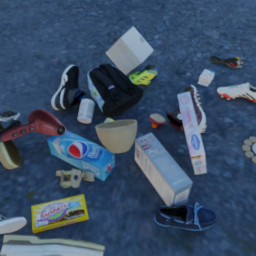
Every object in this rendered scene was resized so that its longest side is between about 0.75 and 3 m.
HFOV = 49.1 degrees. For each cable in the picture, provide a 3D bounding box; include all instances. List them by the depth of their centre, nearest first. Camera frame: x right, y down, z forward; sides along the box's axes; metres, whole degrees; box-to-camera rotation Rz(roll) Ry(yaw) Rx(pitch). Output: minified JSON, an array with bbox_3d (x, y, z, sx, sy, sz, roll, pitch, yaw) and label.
[{"bbox_3d":[4.799,-3.191,13.785,1.593,0.401,0.774,4,61,21],"label":"cable"}]

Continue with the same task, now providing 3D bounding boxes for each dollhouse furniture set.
[{"bbox_3d":[-1.704,1.676,8.906,0.971,0.858,0.540,-14,64,45],"label":"dollhouse furniture set"}]

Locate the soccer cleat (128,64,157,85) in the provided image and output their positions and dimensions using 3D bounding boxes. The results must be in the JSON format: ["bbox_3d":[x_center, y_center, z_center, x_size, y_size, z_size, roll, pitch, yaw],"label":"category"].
[{"bbox_3d":[0.677,-2.171,12.289,0.614,0.794,1.899,10,35,41],"label":"soccer cleat"}]

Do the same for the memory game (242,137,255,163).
[{"bbox_3d":[4.740,0.805,9.880,1.384,0.088,1.384,-1,45,1],"label":"memory game"}]

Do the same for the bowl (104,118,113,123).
[{"bbox_3d":[-0.572,0.170,10.031,0.517,0.960,0.960,11,41,-24],"label":"bowl"}]

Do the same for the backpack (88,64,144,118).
[{"bbox_3d":[-0.738,-1.584,11.328,1.841,1.735,2.257,-30,72,-19],"label":"backpack"}]

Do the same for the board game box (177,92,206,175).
[{"bbox_3d":[1.997,0.235,8.705,0.407,1.979,1.974,-13,62,11],"label":"board game box"}]

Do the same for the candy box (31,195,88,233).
[{"bbox_3d":[-1.995,2.471,8.151,1.552,0.205,0.793,-11,43,-12],"label":"candy box"}]

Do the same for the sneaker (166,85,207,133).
[{"bbox_3d":[2.122,-0.791,10.916,1.374,0.900,2.378,-5,46,-1],"label":"sneaker"}]

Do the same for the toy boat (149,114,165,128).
[{"bbox_3d":[1.068,-0.221,10.641,0.495,0.496,0.759,38,24,24],"label":"toy boat"}]

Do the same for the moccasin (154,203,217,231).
[{"bbox_3d":[1.641,2.499,7.840,1.771,0.604,0.713,-3,45,-3],"label":"moccasin"}]

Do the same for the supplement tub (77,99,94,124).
[{"bbox_3d":[-1.614,-0.633,10.758,0.539,0.539,0.817,6,68,6],"label":"supplement tub"}]

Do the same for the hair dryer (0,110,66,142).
[{"bbox_3d":[-3.362,0.112,9.269,2.812,0.764,2.141,-6,34,10],"label":"hair dryer"}]

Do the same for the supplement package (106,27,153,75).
[{"bbox_3d":[0.050,-3.406,12.538,1.374,1.437,1.057,48,58,-12],"label":"supplement package"}]

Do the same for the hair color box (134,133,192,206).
[{"bbox_3d":[1.005,1.300,8.684,0.664,1.084,2.189,-22,49,-20],"label":"hair color box"}]

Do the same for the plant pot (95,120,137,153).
[{"bbox_3d":[-0.316,0.295,8.781,1.297,0.871,1.297,-8,12,2],"label":"plant pot"}]

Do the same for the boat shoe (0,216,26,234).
[{"bbox_3d":[-3.564,2.658,7.754,1.385,0.497,0.470,-14,44,-15],"label":"boat shoe"}]

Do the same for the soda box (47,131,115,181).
[{"bbox_3d":[-1.565,0.851,9.352,2.245,0.762,0.720,22,49,20],"label":"soda box"}]

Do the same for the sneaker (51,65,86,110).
[{"bbox_3d":[-2.140,-1.631,11.381,1.216,0.794,2.174,4,62,28],"label":"sneaker"}]

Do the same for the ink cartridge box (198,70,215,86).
[{"bbox_3d":[3.565,-2.287,12.788,0.493,0.291,0.857,23,50,21],"label":"ink cartridge box"}]

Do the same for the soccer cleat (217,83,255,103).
[{"bbox_3d":[4.701,-1.569,11.738,1.818,0.774,0.624,11,46,10],"label":"soccer cleat"}]

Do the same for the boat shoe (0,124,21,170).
[{"bbox_3d":[-4.554,0.562,9.621,0.877,0.977,2.641,-39,56,-8],"label":"boat shoe"}]

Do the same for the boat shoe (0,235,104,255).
[{"bbox_3d":[-1.879,3.224,7.020,2.530,0.945,0.865,4,67,0],"label":"boat shoe"}]
